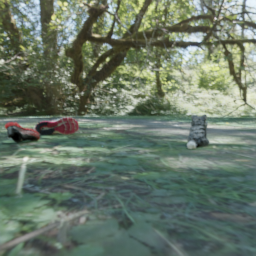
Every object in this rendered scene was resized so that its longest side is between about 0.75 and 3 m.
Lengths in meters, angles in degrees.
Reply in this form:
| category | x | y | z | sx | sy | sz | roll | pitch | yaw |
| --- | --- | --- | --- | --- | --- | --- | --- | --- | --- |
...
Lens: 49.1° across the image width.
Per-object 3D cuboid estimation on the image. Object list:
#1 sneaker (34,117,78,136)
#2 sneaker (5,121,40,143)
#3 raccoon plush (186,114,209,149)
| category | x | y | z | sx | sy | sz | roll | pitch | yaw |
| --- | --- | --- | --- | --- | --- | --- | --- | --- | --- |
| sneaker | -4.280 | -0.118 | 16.773 | 2.627 | 1.059 | 0.981 | -2 | 3 | -24 |
| sneaker | -4.851 | 0.367 | 12.961 | 0.630 | 0.871 | 1.783 | -32 | -36 | 23 |
| raccoon plush | 2.947 | 0.104 | 11.713 | 0.960 | 1.329 | 1.984 | 1 | 4 | 12 |
